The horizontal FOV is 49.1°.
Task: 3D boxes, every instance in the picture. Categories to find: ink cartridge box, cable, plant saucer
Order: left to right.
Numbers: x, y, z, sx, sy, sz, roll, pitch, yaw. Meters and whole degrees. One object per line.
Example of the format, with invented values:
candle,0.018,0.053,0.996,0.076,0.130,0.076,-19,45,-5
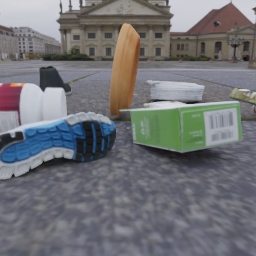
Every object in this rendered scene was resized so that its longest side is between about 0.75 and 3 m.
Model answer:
plant saucer,-0.052,-1.788,8.975,0.542,2.894,2.894,10,15,4
ink cartridge box,0.995,-0.085,6.445,1.465,0.837,2.821,-7,5,-24
cable,2.207,-1.662,12.744,2.373,0.821,2.372,12,12,38

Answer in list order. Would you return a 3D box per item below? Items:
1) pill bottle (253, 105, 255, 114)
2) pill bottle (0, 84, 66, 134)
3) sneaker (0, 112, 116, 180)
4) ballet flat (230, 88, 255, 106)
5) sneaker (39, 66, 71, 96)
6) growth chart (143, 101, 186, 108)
pill bottle,4.835,-0.648,9.623,0.542,0.542,0.935,-6,16,-23
pill bottle,-2.875,-0.383,6.871,2.562,1.403,1.403,-1,15,-5
sneaker,-1.537,0.197,5.611,2.668,1.000,1.156,-8,11,-30
ballet flat,3.942,-0.993,9.122,1.324,0.468,0.468,14,10,-16
sneaker,-3.717,-2.460,14.645,1.076,1.528,2.877,2,15,7
growth chart,1.671,-0.762,10.706,1.805,0.221,2.494,-7,16,-24
